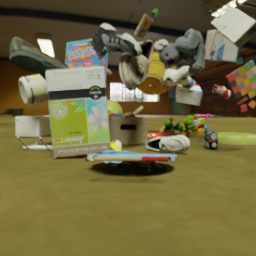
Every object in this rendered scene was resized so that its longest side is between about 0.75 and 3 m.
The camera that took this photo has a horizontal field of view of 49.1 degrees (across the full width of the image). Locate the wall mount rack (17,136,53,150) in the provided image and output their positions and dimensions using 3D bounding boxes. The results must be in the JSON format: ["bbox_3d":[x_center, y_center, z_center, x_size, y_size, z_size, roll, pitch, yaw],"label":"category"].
[{"bbox_3d":[-3.038,0.491,9.449,1.350,0.503,1.173,0,4,11],"label":"wall mount rack"}]

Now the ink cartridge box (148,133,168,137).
[{"bbox_3d":[0.690,0.090,14.646,2.570,0.644,2.085,-1,4,-1],"label":"ink cartridge box"}]

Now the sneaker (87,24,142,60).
[{"bbox_3d":[-0.471,-2.484,8.744,1.815,1.033,0.685,38,-11,26],"label":"sneaker"}]

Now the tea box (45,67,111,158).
[{"bbox_3d":[-1.506,-0.484,8.814,1.663,2.448,2.488,-6,4,-8],"label":"tea box"}]

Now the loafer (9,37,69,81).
[{"bbox_3d":[-2.772,-2.205,9.510,0.971,0.850,2.702,-23,-21,24],"label":"loafer"}]

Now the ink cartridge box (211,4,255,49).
[{"bbox_3d":[3.051,-2.948,8.075,0.348,0.753,1.383,28,27,-37],"label":"ink cartridge box"}]

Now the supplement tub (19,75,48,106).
[{"bbox_3d":[-4.096,-1.876,13.321,1.827,1.325,1.325,-18,13,-31],"label":"supplement tub"}]

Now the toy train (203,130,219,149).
[{"bbox_3d":[2.910,0.409,9.824,0.456,0.610,1.071,0,3,7],"label":"toy train"}]

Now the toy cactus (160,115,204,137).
[{"bbox_3d":[2.381,0.068,13.503,2.335,1.194,1.927,-5,-10,-40],"label":"toy cactus"}]

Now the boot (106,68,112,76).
[{"bbox_3d":[-1.595,-2.818,14.330,1.311,0.460,0.958,27,48,7],"label":"boot"}]

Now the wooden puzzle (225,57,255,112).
[{"bbox_3d":[3.454,-1.307,8.215,0.960,1.619,0.114,-31,15,-5],"label":"wooden puzzle"}]

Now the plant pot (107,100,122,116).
[{"bbox_3d":[-1.608,-0.947,21.712,2.158,2.158,1.984,0,14,4],"label":"plant pot"}]

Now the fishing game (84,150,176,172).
[{"bbox_3d":[0.069,0.752,6.367,2.054,0.446,2.869,0,-4,5],"label":"fishing game"}]

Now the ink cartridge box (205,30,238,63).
[{"bbox_3d":[3.636,-3.208,10.946,0.681,1.162,1.586,2,15,-12],"label":"ink cartridge box"}]

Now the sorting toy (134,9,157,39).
[{"bbox_3d":[0.638,-3.541,9.446,0.164,1.114,0.823,34,19,12],"label":"sorting toy"}]

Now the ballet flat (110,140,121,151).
[{"bbox_3d":[-0.389,0.564,8.775,0.363,0.364,1.087,37,-5,-11],"label":"ballet flat"}]

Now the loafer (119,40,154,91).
[{"bbox_3d":[0.349,-2.280,9.471,0.871,0.996,2.770,-23,32,24],"label":"loafer"}]

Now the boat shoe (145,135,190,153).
[{"bbox_3d":[1.196,0.519,8.806,0.511,0.560,1.556,-11,10,-40],"label":"boat shoe"}]

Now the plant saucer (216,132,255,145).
[{"bbox_3d":[4.460,0.414,11.850,2.255,0.350,2.255,-1,4,0],"label":"plant saucer"}]

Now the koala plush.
[{"bbox_3d":[1.634,-2.422,9.038,1.443,1.326,1.280,-9,-44,37],"label":"koala plush"}]

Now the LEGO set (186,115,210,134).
[{"bbox_3d":[3.914,-0.133,16.261,1.026,0.953,2.499,-1,9,33],"label":"LEGO set"}]

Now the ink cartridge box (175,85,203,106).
[{"bbox_3d":[2.946,-1.723,13.792,1.126,0.651,1.937,10,22,5],"label":"ink cartridge box"}]

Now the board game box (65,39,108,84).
[{"bbox_3d":[-1.705,-2.275,11.091,1.781,2.342,0.527,0,-7,28],"label":"board game box"}]

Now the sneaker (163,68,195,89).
[{"bbox_3d":[2.245,-2.374,12.912,1.626,0.657,0.939,20,-18,46],"label":"sneaker"}]

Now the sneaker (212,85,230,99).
[{"bbox_3d":[3.995,-1.578,12.117,0.591,0.374,1.050,12,23,-9],"label":"sneaker"}]

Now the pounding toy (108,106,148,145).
[{"bbox_3d":[-0.057,-0.161,11.759,2.104,1.496,1.937,-1,4,-17],"label":"pounding toy"}]

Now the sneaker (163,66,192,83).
[{"bbox_3d":[2.101,-2.117,11.566,1.411,0.624,0.531,-1,-33,41],"label":"sneaker"}]

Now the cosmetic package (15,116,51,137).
[{"bbox_3d":[-4.677,-0.125,14.705,1.310,1.033,2.434,2,5,12],"label":"cosmetic package"}]

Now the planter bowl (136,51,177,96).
[{"bbox_3d":[1.282,-2.578,15.003,2.782,2.782,1.159,1,45,11],"label":"planter bowl"}]
